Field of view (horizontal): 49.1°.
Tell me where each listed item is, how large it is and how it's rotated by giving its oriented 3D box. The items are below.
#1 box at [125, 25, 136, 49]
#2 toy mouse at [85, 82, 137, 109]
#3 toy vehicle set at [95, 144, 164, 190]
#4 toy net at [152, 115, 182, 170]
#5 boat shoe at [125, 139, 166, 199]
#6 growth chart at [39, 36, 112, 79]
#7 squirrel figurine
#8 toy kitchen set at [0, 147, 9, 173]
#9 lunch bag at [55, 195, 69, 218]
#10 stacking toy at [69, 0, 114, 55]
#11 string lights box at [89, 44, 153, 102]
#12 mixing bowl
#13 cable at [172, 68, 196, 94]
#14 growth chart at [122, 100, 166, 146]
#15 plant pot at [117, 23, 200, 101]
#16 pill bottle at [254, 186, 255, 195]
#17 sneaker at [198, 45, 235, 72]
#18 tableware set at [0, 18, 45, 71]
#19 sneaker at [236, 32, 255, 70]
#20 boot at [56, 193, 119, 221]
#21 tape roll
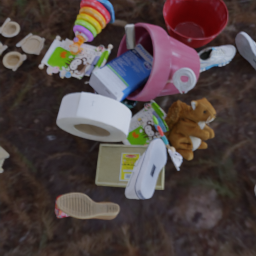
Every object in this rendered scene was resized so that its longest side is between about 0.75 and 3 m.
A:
[{"bbox_3d":[0.088,-3.416,10.533,0.284,0.829,0.341,4,33,17],"label":"box"},{"bbox_3d":[-0.488,-1.371,11.895,2.649,0.513,2.354,-1,66,-12],"label":"toy mouse"},{"bbox_3d":[0.090,1.467,10.754,2.572,0.341,1.598,2,68,11],"label":"toy vehicle set"},{"bbox_3d":[1.476,0.489,10.078,0.404,1.097,2.092,-26,72,2],"label":"toy net"},{"bbox_3d":[0.561,1.281,9.277,0.825,0.929,2.525,-16,24,34],"label":"boat shoe"},{"bbox_3d":[-2.413,-3.162,12.846,2.976,0.264,2.153,13,70,6],"label":"growth chart"},{"bbox_3d":[2.260,-0.261,10.688,1.544,2.036,2.182,-17,41,-42],"label":"squirrel figurine"},{"bbox_3d":[-6.247,1.420,10.259,2.151,2.385,1.945,38,115,14],"label":"toy kitchen set"},{"bbox_3d":[-2.158,2.726,9.802,0.730,0.828,0.339,-4,28,-33],"label":"lunch bag"},{"bbox_3d":[-1.931,-4.566,12.854,1.622,1.534,2.796,26,79,8],"label":"stacking toy"},{"bbox_3d":[-0.066,-2.050,10.717,1.329,0.762,2.586,47,59,7],"label":"string lights box"},{"bbox_3d":[2.892,-4.703,12.747,2.822,1.528,2.822,0,69,-1],"label":"mixing bowl"},{"bbox_3d":[1.970,-1.696,9.815,0.811,0.811,0.281,48,35,-6],"label":"cable"},{"bbox_3d":[0.702,0.023,11.633,2.368,0.210,1.713,-43,76,-14],"label":"growth chart"},{"bbox_3d":[1.280,-2.438,11.172,2.604,2.910,2.910,2,66,-30],"label":"plant pot"},{"bbox_3d":[5.941,2.073,10.266,2.299,1.256,1.256,-28,71,-11],"label":"pill bottle"},{"bbox_3d":[3.853,-3.235,12.475,2.309,1.001,0.866,-24,69,-10],"label":"sneaker"},{"bbox_3d":[-5.434,-3.822,13.055,2.731,0.317,2.282,29,71,11],"label":"tableware set"},{"bbox_3d":[5.753,-3.445,12.755,0.777,0.801,2.194,-23,77,-23],"label":"sneaker"},{"bbox_3d":[-1.452,2.767,9.370,2.101,1.748,0.760,14,63,-18],"label":"boot"},{"bbox_3d":[-1.251,-0.310,10.389,2.669,2.669,0.934,10,72,4],"label":"tape roll"}]
